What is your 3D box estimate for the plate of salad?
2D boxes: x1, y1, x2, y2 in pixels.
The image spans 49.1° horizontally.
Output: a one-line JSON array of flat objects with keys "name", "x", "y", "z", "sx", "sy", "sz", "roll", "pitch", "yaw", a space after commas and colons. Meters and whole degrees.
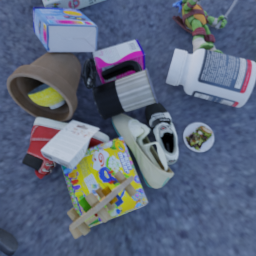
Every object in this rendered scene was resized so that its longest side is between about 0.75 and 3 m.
[{"name": "plate of salad", "x": 2.272, "y": 0.288, "z": 8.975, "sx": 0.986, "sy": 0.237, "sz": 0.986, "roll": 0, "pitch": 75, "yaw": 0}]

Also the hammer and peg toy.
[{"name": "hammer and peg toy", "x": -0.706, "y": 1.765, "z": 6.378, "sx": 0.652, "sy": 1.850, "sz": 1.361, "roll": 51, "pitch": 43, "yaw": 6}]

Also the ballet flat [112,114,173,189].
[{"name": "ballet flat", "x": 0.470, "y": 0.483, "z": 8.484, "sx": 0.948, "sy": 0.948, "sz": 2.729, "roll": -29, "pitch": 75, "yaw": -9}]

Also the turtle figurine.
[{"name": "turtle figurine", "x": 2.834, "y": -3.762, "z": 9.440, "sx": 2.567, "sy": 1.847, "sz": 2.489, "roll": -8, "pitch": 79, "yaw": 7}]

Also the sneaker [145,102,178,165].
[{"name": "sneaker", "x": 1.117, "y": 0.004, "z": 8.722, "sx": 0.797, "sy": 0.952, "sz": 2.152, "roll": -17, "pitch": 71, "yaw": -4}]

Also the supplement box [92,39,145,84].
[{"name": "supplement box", "x": -0.293, "y": -2.225, "z": 9.423, "sx": 1.585, "sy": 0.819, "sz": 0.802, "roll": -17, "pitch": 58, "yaw": -6}]

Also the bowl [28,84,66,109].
[{"name": "bowl", "x": -2.354, "y": -1.029, "z": 8.801, "sx": 1.341, "sy": 1.341, "sz": 0.722, "roll": -27, "pitch": 112, "yaw": -8}]

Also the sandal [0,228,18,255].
[{"name": "sandal", "x": -4.101, "y": 2.963, "z": 7.827, "sx": 2.435, "sy": 0.926, "sz": 0.521, "roll": 21, "pitch": 78, "yaw": 17}]

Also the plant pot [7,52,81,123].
[{"name": "plant pot", "x": -2.380, "y": -1.476, "z": 8.821, "sx": 2.106, "sy": 2.106, "sz": 1.836, "roll": 16, "pitch": 55, "yaw": 5}]

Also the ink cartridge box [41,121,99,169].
[{"name": "ink cartridge box", "x": -1.569, "y": 0.424, "z": 7.823, "sx": 1.095, "sy": 0.323, "sz": 1.367, "roll": 16, "pitch": 49, "yaw": 31}]

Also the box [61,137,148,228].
[{"name": "box", "x": -0.683, "y": 1.593, "z": 8.045, "sx": 1.898, "sy": 1.202, "sz": 1.971, "roll": -19, "pitch": 72, "yaw": -6}]

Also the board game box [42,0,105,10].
[{"name": "board game box", "x": -2.205, "y": -5.358, "z": 10.566, "sx": 2.330, "sy": 0.749, "sz": 1.719, "roll": -22, "pitch": 72, "yaw": -8}]

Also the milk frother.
[{"name": "milk frother", "x": -0.242, "y": -1.279, "z": 8.069, "sx": 1.733, "sy": 1.843, "sz": 1.663, "roll": -18, "pitch": 83, "yaw": 9}]

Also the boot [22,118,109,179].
[{"name": "boot", "x": -1.897, "y": 0.778, "z": 8.512, "sx": 2.489, "sy": 0.901, "sz": 1.796, "roll": 9, "pitch": 72, "yaw": 11}]

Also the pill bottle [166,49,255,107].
[{"name": "pill bottle", "x": 2.576, "y": -1.677, "z": 8.960, "sx": 2.510, "sy": 1.501, "sz": 1.501, "roll": 16, "pitch": 73, "yaw": 5}]

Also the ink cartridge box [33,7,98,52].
[{"name": "ink cartridge box", "x": -2.175, "y": -3.316, "z": 9.228, "sx": 1.597, "sy": 0.894, "sz": 2.341, "roll": -8, "pitch": 37, "yaw": -27}]
